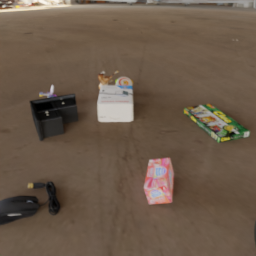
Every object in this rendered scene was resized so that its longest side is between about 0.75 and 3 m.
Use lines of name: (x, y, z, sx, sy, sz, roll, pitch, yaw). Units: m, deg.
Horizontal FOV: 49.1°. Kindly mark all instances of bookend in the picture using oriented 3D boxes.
bookend: (-2.917, -0.511, 11.703, 1.990, 0.922, 2.003, -12, 32, -20)

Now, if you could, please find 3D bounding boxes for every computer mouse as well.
computer mouse: (-2.945, 1.973, 7.880, 1.946, 0.448, 1.366, -7, 32, -13)

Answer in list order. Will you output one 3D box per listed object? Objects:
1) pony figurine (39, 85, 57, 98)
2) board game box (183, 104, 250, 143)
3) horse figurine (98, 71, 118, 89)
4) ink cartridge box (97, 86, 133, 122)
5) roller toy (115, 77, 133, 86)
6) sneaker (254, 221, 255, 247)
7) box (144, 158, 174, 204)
pony figurine: (-3.934, -1.616, 13.994, 0.904, 0.753, 0.873, -10, 63, -22)
board game box: (3.648, -0.274, 11.886, 1.440, 0.322, 2.748, -8, 30, -18)
horse figurine: (-1.136, -2.344, 14.513, 1.168, 1.762, 0.440, -34, 74, -28)
ink cartridge box: (-0.553, -1.159, 12.844, 1.551, 0.909, 2.118, 0, 29, 0)
roller toy: (-0.216, -2.202, 14.611, 0.912, 0.637, 0.832, 11, 63, -10)
sneaker: (3.440, 2.752, 6.345, 0.872, 0.604, 1.443, -1, 38, 9)
box: (0.939, 1.541, 8.256, 0.688, 0.635, 1.341, -8, 27, 17)
